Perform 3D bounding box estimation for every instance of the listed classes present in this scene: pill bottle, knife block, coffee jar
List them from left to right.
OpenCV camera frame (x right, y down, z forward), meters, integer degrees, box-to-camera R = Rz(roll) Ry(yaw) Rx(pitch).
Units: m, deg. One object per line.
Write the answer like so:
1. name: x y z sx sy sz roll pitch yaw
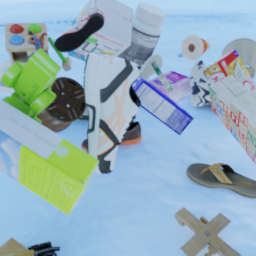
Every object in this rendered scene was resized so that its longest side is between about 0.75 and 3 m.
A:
1. knife block: -2.280 3.152 5.920 1.578 0.575 1.798 20 38 29
2. coffee jar: -2.464 -0.989 11.502 2.766 1.180 1.442 3 28 3
3. pill bottle: 0.542 -3.743 11.696 1.433 2.519 1.433 15 37 -12

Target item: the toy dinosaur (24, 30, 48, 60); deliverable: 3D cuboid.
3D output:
1. toy dinosaur: -2.640 -2.457 8.295 1.118 0.587 1.014 -33 70 -26

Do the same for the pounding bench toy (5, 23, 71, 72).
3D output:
1. pounding bench toy: -3.342 -2.997 10.749 2.326 1.815 1.445 -7 56 -15

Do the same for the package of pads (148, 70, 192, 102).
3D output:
1. package of pads: 1.745 -1.782 12.945 2.445 0.925 1.473 -29 46 -36

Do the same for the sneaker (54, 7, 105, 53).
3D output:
1. sneaker: -1.225 -2.537 7.244 1.498 0.500 0.803 -28 35 20

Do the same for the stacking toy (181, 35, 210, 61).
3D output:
1. stacking toy: 2.132 -2.439 8.364 0.747 0.747 1.023 29 37 36

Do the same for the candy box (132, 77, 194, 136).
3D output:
1. candy box: 0.746 -0.601 6.975 1.528 0.588 1.292 37 11 -10

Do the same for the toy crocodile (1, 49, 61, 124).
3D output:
1. toy crocodile: -1.992 -0.575 5.579 0.898 2.660 0.821 40 46 -6

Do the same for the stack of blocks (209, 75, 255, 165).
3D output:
1. stack of blocks: 2.339 -0.209 5.521 0.556 1.092 1.897 -26 49 0

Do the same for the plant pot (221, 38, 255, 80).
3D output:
1. plant pot: 5.866 -3.300 14.529 2.022 2.022 1.851 9 46 13

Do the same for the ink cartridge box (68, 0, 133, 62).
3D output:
1. ink cartridge box: -1.010 -3.411 10.026 1.516 2.067 1.509 14 70 -30

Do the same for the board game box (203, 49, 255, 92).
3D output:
1. board game box: 3.349 -0.999 8.392 0.570 2.464 1.866 -27 7 40

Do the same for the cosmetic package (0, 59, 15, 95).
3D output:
1. cosmetic package: -5.599 -2.521 13.854 1.812 1.117 1.818 10 35 14

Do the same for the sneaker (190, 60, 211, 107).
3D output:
1. sneaker: 2.715 -1.532 9.651 1.015 1.560 0.623 -5 9 -21

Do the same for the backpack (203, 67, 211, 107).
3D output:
1. backpack: 4.126 -1.754 12.330 2.149 1.647 1.889 16 31 13

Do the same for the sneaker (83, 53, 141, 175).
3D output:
1. sneaker: -0.312 -0.118 6.054 1.166 2.915 1.075 1 35 -3

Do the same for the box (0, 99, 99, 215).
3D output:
1. box: -1.893 0.499 5.189 2.520 1.536 0.600 32 49 2

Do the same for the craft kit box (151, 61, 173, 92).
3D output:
1. craft kit box: 1.154 -1.751 9.581 0.210 0.853 0.864 -34 40 15

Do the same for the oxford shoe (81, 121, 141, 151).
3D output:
1. oxford shoe: -0.603 0.245 10.020 2.268 0.823 0.807 -14 36 -20

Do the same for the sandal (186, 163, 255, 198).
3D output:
1. sandal: 2.916 1.437 8.442 2.265 0.612 0.910 15 37 20

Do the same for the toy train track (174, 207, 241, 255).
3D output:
1. toy train track: 2.237 2.987 6.361 1.691 0.480 2.948 -20 44 -38

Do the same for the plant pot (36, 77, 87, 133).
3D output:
1. plant pot: -1.881 -0.638 7.522 1.523 1.523 1.508 -22 8 -29

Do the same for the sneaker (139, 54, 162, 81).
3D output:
1. sneaker: 0.626 -2.332 11.477 0.828 0.735 1.961 6 45 50
